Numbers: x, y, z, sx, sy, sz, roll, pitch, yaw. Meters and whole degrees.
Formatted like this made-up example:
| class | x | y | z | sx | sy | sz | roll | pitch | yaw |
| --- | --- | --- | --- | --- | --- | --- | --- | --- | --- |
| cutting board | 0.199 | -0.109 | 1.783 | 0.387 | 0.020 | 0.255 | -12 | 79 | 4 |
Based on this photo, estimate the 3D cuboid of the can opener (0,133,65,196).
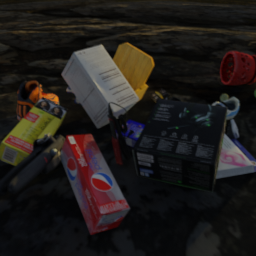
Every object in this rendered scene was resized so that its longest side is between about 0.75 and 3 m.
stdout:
| class | x | y | z | sx | sy | sz | roll | pitch | yaw |
| --- | --- | --- | --- | --- | --- | --- | --- | --- | --- |
| can opener | -2.352 | 0.898 | 7.252 | 0.838 | 1.040 | 2.645 | -23 | 12 | 18 |

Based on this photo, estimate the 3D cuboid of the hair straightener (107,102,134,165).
| class | x | y | z | sx | sy | sz | roll | pitch | yaw |
| --- | --- | --- | --- | --- | --- | --- | --- | --- | --- |
| hair straightener | -0.222 | 0.126 | 8.785 | 0.758 | 1.970 | 0.403 | -20 | 10 | -32 |

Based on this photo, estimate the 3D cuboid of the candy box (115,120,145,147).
| class | x | y | z | sx | sy | sz | roll | pitch | yaw |
| --- | --- | --- | --- | --- | --- | --- | --- | --- | --- |
| candy box | 0.244 | 0.235 | 9.909 | 1.149 | 0.443 | 0.972 | 22 | 39 | 29 |

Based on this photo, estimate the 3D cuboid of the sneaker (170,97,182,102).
| class | x | y | z | sx | sy | sz | roll | pitch | yaw |
| --- | --- | --- | --- | --- | --- | --- | --- | --- | --- |
| sneaker | 1.719 | -0.771 | 10.750 | 0.733 | 1.029 | 2.074 | 24 | 27 | -3 |

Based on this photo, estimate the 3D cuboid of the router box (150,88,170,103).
| class | x | y | z | sx | sy | sz | roll | pitch | yaw |
| --- | --- | --- | --- | --- | --- | --- | --- | --- | --- |
| router box | 1.425 | -1.395 | 12.484 | 0.639 | 0.212 | 0.813 | -34 | 37 | 0 |

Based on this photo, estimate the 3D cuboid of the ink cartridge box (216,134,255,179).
| class | x | y | z | sx | sy | sz | roll | pitch | yaw |
| --- | --- | --- | --- | --- | --- | --- | --- | --- | --- |
| ink cartridge box | 3.148 | 0.816 | 9.038 | 1.806 | 0.391 | 1.773 | -8 | 34 | -11 |

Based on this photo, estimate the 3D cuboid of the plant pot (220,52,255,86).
| class | x | y | z | sx | sy | sz | roll | pitch | yaw |
| --- | --- | --- | --- | --- | --- | --- | --- | --- | --- |
| plant pot | 5.587 | -2.884 | 13.892 | 1.488 | 1.634 | 1.634 | 5 | 31 | -7 |

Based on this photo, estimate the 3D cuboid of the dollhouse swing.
| class | x | y | z | sx | sy | sz | roll | pitch | yaw |
| --- | --- | --- | --- | --- | --- | --- | --- | --- | --- |
| dollhouse swing | -0.263 | -2.284 | 11.945 | 2.125 | 1.868 | 1.931 | 35 | 43 | 13 |

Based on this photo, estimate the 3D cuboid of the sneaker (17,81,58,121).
| class | x | y | z | sx | sy | sz | roll | pitch | yaw |
| --- | --- | --- | --- | --- | --- | --- | --- | --- | --- |
| sneaker | -3.528 | -1.262 | 11.247 | 0.964 | 1.392 | 2.484 | 11 | 25 | 9 |

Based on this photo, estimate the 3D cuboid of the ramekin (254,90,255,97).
| class | x | y | z | sx | sy | sz | roll | pitch | yaw |
| --- | --- | --- | --- | --- | --- | --- | --- | --- | --- |
| ramekin | 6.681 | -1.757 | 12.778 | 1.589 | 0.776 | 1.589 | 0 | 32 | 0 |

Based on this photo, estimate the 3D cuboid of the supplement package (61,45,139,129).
| class | x | y | z | sx | sy | sz | roll | pitch | yaw |
| --- | --- | --- | --- | --- | --- | --- | --- | --- | --- |
| supplement package | -1.077 | -1.551 | 10.628 | 1.416 | 1.471 | 2.586 | -31 | 85 | -39 |

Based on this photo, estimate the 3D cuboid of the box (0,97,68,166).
| class | x | y | z | sx | sy | sz | roll | pitch | yaw |
| --- | --- | --- | --- | --- | --- | --- | --- | --- | --- |
| box | -3.078 | 0.098 | 9.366 | 1.122 | 0.747 | 2.982 | 28 | 33 | -7 |

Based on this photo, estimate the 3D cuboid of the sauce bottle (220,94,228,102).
| class | x | y | z | sx | sy | sz | roll | pitch | yaw |
| --- | --- | --- | --- | --- | --- | --- | --- | --- | --- |
| sauce bottle | 4.049 | -1.267 | 11.793 | 0.346 | 0.346 | 1.071 | 11 | 13 | 18 |

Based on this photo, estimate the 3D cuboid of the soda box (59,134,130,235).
| class | x | y | z | sx | sy | sz | roll | pitch | yaw |
| --- | --- | --- | --- | --- | --- | --- | --- | --- | --- |
| soda box | -0.935 | 1.313 | 7.049 | 0.778 | 0.859 | 2.453 | -2 | 45 | -35 |

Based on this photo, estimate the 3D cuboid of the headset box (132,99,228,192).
| class | x | y | z | sx | sy | sz | roll | pitch | yaw |
| --- | --- | --- | --- | --- | --- | --- | --- | --- | --- |
| headset box | 1.648 | 0.331 | 8.393 | 2.239 | 1.193 | 2.572 | 8 | 45 | 21 |

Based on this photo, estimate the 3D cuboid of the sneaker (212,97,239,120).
| class | x | y | z | sx | sy | sz | roll | pitch | yaw |
| --- | --- | --- | --- | --- | --- | --- | --- | --- | --- |
| sneaker | 3.176 | -0.503 | 10.502 | 2.471 | 0.896 | 0.888 | -25 | 49 | -26 |

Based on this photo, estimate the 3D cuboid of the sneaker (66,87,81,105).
| class | x | y | z | sx | sy | sz | roll | pitch | yaw |
| --- | --- | --- | --- | --- | --- | --- | --- | --- | --- |
| sneaker | -1.809 | -1.144 | 11.536 | 0.743 | 1.686 | 0.635 | -42 | 6 | -5 |

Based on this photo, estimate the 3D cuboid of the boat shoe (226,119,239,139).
| class | x | y | z | sx | sy | sz | roll | pitch | yaw |
| --- | --- | --- | --- | --- | --- | --- | --- | --- | --- |
| boat shoe | 3.774 | 0.042 | 10.240 | 0.363 | 0.439 | 1.281 | -23 | 13 | 24 |
